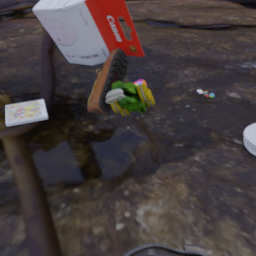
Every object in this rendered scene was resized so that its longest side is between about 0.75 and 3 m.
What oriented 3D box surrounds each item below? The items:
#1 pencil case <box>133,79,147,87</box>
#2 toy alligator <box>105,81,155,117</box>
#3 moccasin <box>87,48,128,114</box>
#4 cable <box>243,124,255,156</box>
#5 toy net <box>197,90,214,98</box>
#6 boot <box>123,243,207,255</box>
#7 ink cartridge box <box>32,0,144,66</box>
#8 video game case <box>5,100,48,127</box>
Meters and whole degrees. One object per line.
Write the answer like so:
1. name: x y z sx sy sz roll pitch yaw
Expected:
1. pencil case: 0.157 -1.707 12.493 1.444 0.638 0.638 -24 43 -31
2. toy alligator: 0.000 -0.806 6.658 0.935 0.678 2.821 -21 -8 11
3. moccasin: -0.592 -1.342 7.970 0.809 0.766 2.095 3 71 41
4. cable: 4.771 0.432 9.583 1.611 0.558 1.610 0 38 1
5. toy net: 3.450 -1.500 12.594 0.813 0.157 0.426 20 43 28
6. boot: 0.935 3.306 5.438 2.230 0.772 1.941 -2 35 -6
7. ink cartridge box: -1.075 -2.657 7.953 2.625 2.133 0.749 17 66 29
8. video game case: -4.143 -0.638 11.366 1.566 0.179 1.426 -12 38 -16
